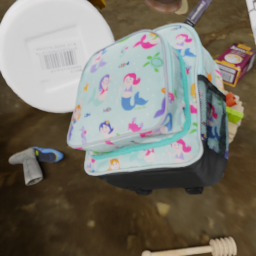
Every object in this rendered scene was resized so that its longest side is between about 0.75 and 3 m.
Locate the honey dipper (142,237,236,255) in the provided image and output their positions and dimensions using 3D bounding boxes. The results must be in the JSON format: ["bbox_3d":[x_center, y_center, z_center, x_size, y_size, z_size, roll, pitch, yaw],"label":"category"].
[{"bbox_3d":[1.308,2.702,6.140,2.021,0.384,0.384,-6,45,0],"label":"honey dipper"}]

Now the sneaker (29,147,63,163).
[{"bbox_3d":[-2.382,0.772,8.093,1.108,0.365,0.434,7,6,22],"label":"sneaker"}]

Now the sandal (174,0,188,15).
[{"bbox_3d":[1.093,-4.066,8.686,0.752,0.675,2.052,-23,74,-26],"label":"sandal"}]

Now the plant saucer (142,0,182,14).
[{"bbox_3d":[0.689,-2.723,5.737,0.921,0.921,0.169,18,77,17],"label":"plant saucer"}]

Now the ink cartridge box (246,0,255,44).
[{"bbox_3d":[4.298,-3.426,8.908,0.719,1.253,1.725,-13,55,28],"label":"ink cartridge box"}]

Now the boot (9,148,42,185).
[{"bbox_3d":[-2.821,1.129,7.698,0.889,0.355,0.978,-27,66,10],"label":"boot"}]

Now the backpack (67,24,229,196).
[{"bbox_3d":[0.383,-0.492,5.315,2.660,2.256,2.996,-12,54,36],"label":"backpack"}]

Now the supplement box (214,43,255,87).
[{"bbox_3d":[4.145,-2.502,10.969,1.013,0.787,1.837,29,52,26],"label":"supplement box"}]

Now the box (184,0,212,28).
[{"bbox_3d":[1.676,-2.817,7.620,0.281,1.559,1.114,36,72,-2],"label":"box"}]

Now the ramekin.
[{"bbox_3d":[-1.602,-1.712,6.532,2.812,2.812,1.371,-12,25,-12],"label":"ramekin"}]

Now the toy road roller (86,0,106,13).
[{"bbox_3d":[-1.586,-4.568,9.205,1.116,1.817,1.326,-18,84,11],"label":"toy road roller"}]

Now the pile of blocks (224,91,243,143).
[{"bbox_3d":[2.005,-0.044,6.568,2.600,0.808,1.067,-37,73,-25],"label":"pile of blocks"}]
